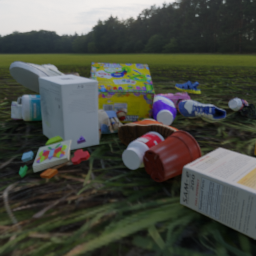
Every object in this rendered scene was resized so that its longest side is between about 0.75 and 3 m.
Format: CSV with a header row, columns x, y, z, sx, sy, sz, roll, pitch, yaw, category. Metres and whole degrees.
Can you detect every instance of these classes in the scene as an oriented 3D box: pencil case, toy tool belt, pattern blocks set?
x,y,z,sx,sy,sz,roll,pitch,yaw,category
1.898,-1.318,13.997,2.296,0.951,0.993,-2,20,-12,pencil case
-0.670,-0.080,10.243,1.636,1.005,1.021,-8,-22,-35,toy tool belt
-1.957,0.700,7.282,1.834,0.149,1.612,-24,33,-4,pattern blocks set

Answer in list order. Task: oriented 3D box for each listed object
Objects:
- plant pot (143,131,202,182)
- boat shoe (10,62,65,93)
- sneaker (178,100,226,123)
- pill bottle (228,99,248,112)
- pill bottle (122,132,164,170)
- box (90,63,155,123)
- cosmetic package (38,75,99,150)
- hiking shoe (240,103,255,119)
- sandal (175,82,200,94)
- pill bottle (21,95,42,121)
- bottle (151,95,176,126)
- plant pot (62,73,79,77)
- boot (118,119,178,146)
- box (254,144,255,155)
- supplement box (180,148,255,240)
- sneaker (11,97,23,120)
x,y,z,sx,sy,sz,roll,pitch,yaw,category
1.032,0.762,6.986,1.094,1.125,1.125,-21,25,-31,plant pot
-3.073,-1.923,10.773,2.868,1.001,1.017,22,-37,-36,boat shoe
3.016,-0.742,11.294,2.037,0.767,0.898,9,-10,-23,sneaker
5.312,-1.105,13.573,1.052,0.586,0.586,2,11,-44,pill bottle
0.434,0.638,7.754,0.740,0.740,1.318,11,22,32,pill bottle
-0.336,-1.525,11.884,2.500,1.525,2.408,1,40,-5,box
-2.038,-0.598,9.483,1.305,2.123,2.117,-12,20,-32,cosmetic package
5.594,-0.765,12.709,0.459,0.610,1.212,-7,18,-21,hiking shoe
3.045,-2.081,14.157,1.349,0.588,0.536,15,12,28,sandal
-3.546,-0.871,12.135,1.958,1.085,1.085,-3,16,-24,pill bottle
1.483,-0.716,11.880,1.089,0.851,2.607,27,17,-3,bottle
-2.972,-1.750,13.793,2.086,1.810,2.086,-1,17,0,plant pot
0.967,0.147,8.979,2.446,0.918,1.311,12,22,43,boot
4.527,0.463,8.118,1.497,0.891,0.310,8,18,24,box
2.434,1.279,5.336,1.535,0.895,2.435,-15,24,-42,supplement box
-4.537,-0.971,12.823,0.714,0.950,1.907,4,15,22,sneaker
